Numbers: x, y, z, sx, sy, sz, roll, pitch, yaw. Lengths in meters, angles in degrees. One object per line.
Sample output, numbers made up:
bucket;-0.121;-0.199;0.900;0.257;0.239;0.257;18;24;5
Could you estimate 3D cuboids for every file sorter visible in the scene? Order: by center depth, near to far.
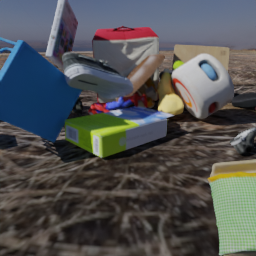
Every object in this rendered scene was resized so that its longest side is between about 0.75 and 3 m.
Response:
file sorter;-2.218;-0.777;5.835;1.231;1.392;2.006;22;-8;26

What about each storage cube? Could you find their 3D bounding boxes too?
storage cube;-0.075;-2.378;10.482;2.225;2.603;2.340;-3;26;-1

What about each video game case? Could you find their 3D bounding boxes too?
video game case;-2.049;-2.877;8.875;0.230;1.768;1.943;14;0;0

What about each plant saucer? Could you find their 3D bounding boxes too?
plant saucer;0.259;-1.545;8.491;0.377;2.062;2.062;44;12;-11

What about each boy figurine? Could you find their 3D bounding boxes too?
boy figurine;1.254;-1.091;8.552;0.724;1.397;2.247;-7;28;9

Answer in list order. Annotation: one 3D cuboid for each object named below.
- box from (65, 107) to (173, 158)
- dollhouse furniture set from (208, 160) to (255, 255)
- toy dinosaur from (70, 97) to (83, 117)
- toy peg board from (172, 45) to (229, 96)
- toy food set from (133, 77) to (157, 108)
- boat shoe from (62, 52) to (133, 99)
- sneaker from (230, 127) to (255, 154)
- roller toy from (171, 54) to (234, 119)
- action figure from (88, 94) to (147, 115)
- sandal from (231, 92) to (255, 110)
box;-0.158;-0.014;6.535;2.241;0.534;1.366;-15;24;-41
dollhouse furniture set;1.760;0.662;2.940;1.708;0.857;1.119;-7;48;11
toy dinosaur;-2.084;-0.953;8.069;1.471;1.107;2.168;-1;55;-2
toy peg board;2.675;-2.012;10.720;1.976;1.984;0.970;6;-1;9
toy food set;0.637;-0.972;9.098;0.700;0.659;1.465;-30;36;19
boat shoe;-0.606;-1.238;6.488;0.779;0.766;2.161;-26;-19;27
sneaker;2.485;0.293;5.879;0.939;0.425;0.312;-23;-6;-41
roller toy;2.119;-1.162;7.861;1.220;1.746;1.593;-32;24;-2
action figure;-0.425;-0.581;7.916;2.003;0.518;0.655;-4;5;41
sandal;4.407;-0.777;8.667;1.049;0.629;2.792;-25;10;-16
